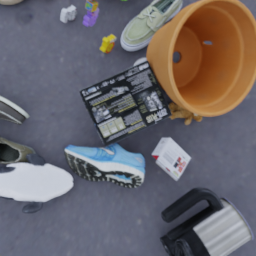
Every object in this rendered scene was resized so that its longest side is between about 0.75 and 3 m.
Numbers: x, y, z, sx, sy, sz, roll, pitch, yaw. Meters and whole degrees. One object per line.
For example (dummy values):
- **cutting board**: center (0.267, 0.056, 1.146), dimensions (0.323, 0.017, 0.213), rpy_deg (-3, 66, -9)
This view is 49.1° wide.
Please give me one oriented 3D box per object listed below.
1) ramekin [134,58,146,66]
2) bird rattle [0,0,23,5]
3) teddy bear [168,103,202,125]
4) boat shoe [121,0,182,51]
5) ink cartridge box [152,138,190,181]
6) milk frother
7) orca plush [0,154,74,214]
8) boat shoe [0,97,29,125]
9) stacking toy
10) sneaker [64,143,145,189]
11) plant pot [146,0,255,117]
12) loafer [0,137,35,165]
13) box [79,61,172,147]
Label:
- **ramekin**: center (0.552, -1.788, 8.828), dimensions (0.913, 0.425, 0.913), rpy_deg (-2, 69, 4)
- **bird rattle**: center (-3.803, -5.204, 9.487), dimensions (2.871, 1.617, 2.341), rpy_deg (43, 92, -4)
- **teddy bear**: center (1.761, -0.500, 8.600), dimensions (1.107, 0.369, 0.802), rpy_deg (21, 61, 10)
- **boat shoe**: center (0.737, -3.534, 8.937), dimensions (0.941, 0.811, 2.614), rpy_deg (42, 79, 10)
- **ink cartridge box**: center (1.137, 0.868, 7.692), dimensions (0.931, 0.390, 0.818), rpy_deg (43, 68, -21)
- **milk frother**: center (1.997, 2.788, 6.810), dimensions (2.076, 2.207, 1.991), rpy_deg (-31, 114, -6)
- **orca plush**: center (-3.078, 1.670, 7.751), dimensions (2.953, 1.050, 1.554), rpy_deg (-16, 83, -28)
- **boat shoe**: center (-4.336, -0.645, 8.264), dimensions (2.882, 1.027, 0.868), rpy_deg (23, 70, 8)
- **stacking toy**: center (-0.977, -3.779, 8.422), dimensions (1.925, 2.554, 0.600), rpy_deg (38, 47, 9)
- **sneaker**: center (-0.672, 0.941, 8.174), dimensions (2.491, 0.976, 1.121), rpy_deg (13, 46, 11)
- **plant pot**: center (1.818, -1.895, 7.694), dimensions (2.864, 2.005, 2.864), rpy_deg (-7, 107, -23)
- **loafer**: center (-3.863, 0.597, 8.151), dimensions (2.253, 0.785, 0.847), rpy_deg (9, 79, 5)
- **box**: center (-0.086, -0.658, 7.816), dimensions (2.041, 0.879, 1.671), rpy_deg (-26, 94, -7)
